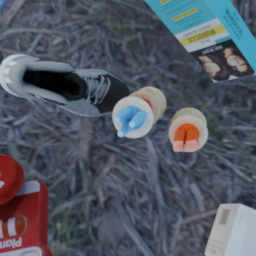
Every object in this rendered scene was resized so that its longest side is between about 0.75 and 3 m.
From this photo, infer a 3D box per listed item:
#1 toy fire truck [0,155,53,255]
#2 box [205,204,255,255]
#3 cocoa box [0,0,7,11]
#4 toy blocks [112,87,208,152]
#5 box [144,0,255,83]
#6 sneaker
[{"bbox_3d":[-2.700,1.912,5.006,2.692,1.510,2.261,-12,53,1],"label":"toy fire truck"},{"bbox_3d":[2.654,2.659,6.736,0.928,1.412,1.420,21,75,6],"label":"box"},{"bbox_3d":[-3.633,-3.206,6.448,1.470,0.965,0.980,25,84,30],"label":"cocoa box"},{"bbox_3d":[0.701,-0.048,5.797,1.951,2.341,0.850,29,111,7],"label":"toy blocks"},{"bbox_3d":[1.389,-1.768,4.942,2.282,0.939,0.561,38,65,-30],"label":"box"},{"bbox_3d":[-0.891,-0.690,5.415,2.825,1.631,1.060,5,99,-34],"label":"sneaker"}]
